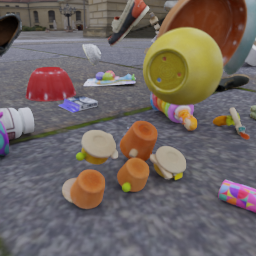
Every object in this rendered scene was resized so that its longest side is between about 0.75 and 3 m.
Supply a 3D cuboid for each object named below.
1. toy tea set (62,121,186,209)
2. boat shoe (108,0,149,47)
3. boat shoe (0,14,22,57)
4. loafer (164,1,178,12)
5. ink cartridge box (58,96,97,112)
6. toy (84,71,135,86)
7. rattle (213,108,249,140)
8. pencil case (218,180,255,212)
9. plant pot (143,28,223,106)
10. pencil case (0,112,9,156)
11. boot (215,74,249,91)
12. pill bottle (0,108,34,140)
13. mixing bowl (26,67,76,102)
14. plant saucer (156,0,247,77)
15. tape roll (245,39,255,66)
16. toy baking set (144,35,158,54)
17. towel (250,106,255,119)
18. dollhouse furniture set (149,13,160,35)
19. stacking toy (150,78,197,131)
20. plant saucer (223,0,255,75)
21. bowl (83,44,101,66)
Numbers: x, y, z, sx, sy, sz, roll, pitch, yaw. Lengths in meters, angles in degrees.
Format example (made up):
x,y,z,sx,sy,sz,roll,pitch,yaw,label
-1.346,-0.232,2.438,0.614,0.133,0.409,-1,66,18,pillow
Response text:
x,y,z,sx,sy,sz,roll,pitch,yaw,label
-0.174,0.796,5.843,2.697,0.998,1.604,-11,54,-34,toy tea set
-0.132,-3.042,8.093,1.832,0.573,0.652,-31,27,52,boat shoe
-3.088,-1.766,6.118,1.943,0.698,0.657,-53,33,-16,boat shoe
1.803,-3.752,8.578,1.493,0.521,0.522,-1,6,-19,loafer
-1.929,-0.933,10.702,1.105,0.240,1.095,-20,30,-38,ink cartridge box
-0.912,-2.609,14.444,2.573,0.607,1.482,1,21,2,toy
2.988,-0.027,8.222,0.815,0.743,1.140,-7,47,12,rattle
2.131,1.224,4.980,0.981,0.434,0.434,12,24,31,pencil case
0.733,-0.887,4.272,1.262,1.262,0.896,10,18,23,plant pot
-4.011,0.343,6.273,2.412,1.115,1.026,-11,24,-29,pencil case
4.755,-2.018,13.079,1.693,0.656,1.171,-6,23,23,boot
-3.467,-0.073,7.655,1.587,0.869,0.869,-14,25,-32,pill bottle
-3.386,-1.981,12.124,2.146,1.162,2.146,0,23,0,mixing bowl
1.752,-2.183,6.839,2.528,2.528,0.408,-10,44,-25,plant saucer
8.379,-5.765,19.674,2.899,1.014,2.899,22,45,-23,tape roll
1.514,-2.540,8.066,2.000,0.233,1.535,-43,52,-8,toy baking set
5.200,-0.277,8.734,1.848,0.454,2.490,-4,22,-8,towel
1.466,-3.922,11.005,0.801,1.546,0.684,-26,-22,8,dollhouse furniture set
1.637,-0.664,9.064,1.320,1.396,2.405,-5,36,-10,stacking toy
3.159,-3.084,8.426,0.555,2.882,2.882,10,22,-1,plant saucer
-1.261,-2.746,10.238,0.404,0.861,0.861,-27,19,11,bowl
